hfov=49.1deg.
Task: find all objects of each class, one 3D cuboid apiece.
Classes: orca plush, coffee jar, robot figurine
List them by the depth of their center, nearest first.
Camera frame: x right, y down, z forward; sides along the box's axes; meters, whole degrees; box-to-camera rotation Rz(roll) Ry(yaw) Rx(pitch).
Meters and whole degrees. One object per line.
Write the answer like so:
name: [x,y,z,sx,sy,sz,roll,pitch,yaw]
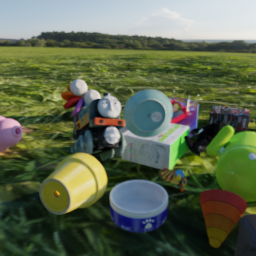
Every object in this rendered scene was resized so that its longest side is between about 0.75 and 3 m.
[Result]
coffee jar: [2.994,2.061,4.085,2.780,1.450,1.186,3,19,5]
robot figurine: [3.049,0.954,7.198,2.120,1.398,2.416,39,29,10]
orca plush: [2.797,0.098,9.698,2.638,0.938,1.388,-7,33,-42]

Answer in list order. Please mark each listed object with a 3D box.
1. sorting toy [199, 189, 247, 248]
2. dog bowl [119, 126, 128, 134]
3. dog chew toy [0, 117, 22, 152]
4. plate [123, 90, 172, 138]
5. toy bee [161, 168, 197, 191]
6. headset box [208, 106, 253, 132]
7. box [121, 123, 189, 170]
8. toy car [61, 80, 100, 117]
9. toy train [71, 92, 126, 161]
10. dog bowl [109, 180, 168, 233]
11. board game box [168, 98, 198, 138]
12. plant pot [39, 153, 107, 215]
sorting toy: [2.760,2.096,5.320,2.977,1.032,1.025,11,52,21]
dog bowl: [-0.297,0.268,9.880,0.981,0.386,0.981,5,57,-7]
dog chew toy: [-4.292,0.224,8.928,2.188,1.362,1.362,-6,15,27]
plate: [0.585,-0.366,8.068,1.472,1.472,0.188,-3,20,-7]
toy bee: [1.317,1.351,7.236,0.955,0.519,0.625,3,-23,8]
headset box: [4.476,-0.422,12.159,1.769,0.663,1.315,7,21,20]
box: [0.929,0.465,9.296,1.682,0.922,1.906,10,22,26]
toy car: [-2.272,-1.178,12.988,1.861,1.629,1.396,37,60,-5]
toy train: [-0.939,0.064,8.143,1.254,1.677,2.942,2,-11,-21]
dog bowl: [0.239,1.737,6.362,1.309,0.516,1.309,0,20,0]
board game box: [1.597,-0.594,11.265,2.306,0.568,2.919,1,40,17]
plant pot: [-1.282,1.304,6.276,1.245,1.245,1.171,8,13,21]
